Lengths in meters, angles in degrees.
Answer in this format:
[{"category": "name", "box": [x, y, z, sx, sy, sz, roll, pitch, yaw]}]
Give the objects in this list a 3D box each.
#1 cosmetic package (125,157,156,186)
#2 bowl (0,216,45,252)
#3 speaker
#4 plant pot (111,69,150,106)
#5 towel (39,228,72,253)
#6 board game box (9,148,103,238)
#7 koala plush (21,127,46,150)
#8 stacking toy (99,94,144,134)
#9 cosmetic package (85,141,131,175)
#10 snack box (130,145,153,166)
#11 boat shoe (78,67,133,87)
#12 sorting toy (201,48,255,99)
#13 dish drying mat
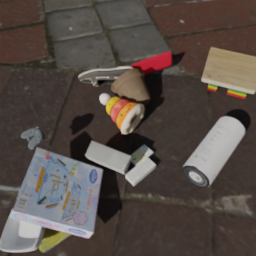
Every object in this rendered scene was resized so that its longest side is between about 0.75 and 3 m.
[{"category": "cosmetic package", "box": [0.477, 1.661, 10.670, 1.158, 0.293, 0.478, -36, 62, -23]}, {"category": "bowl", "box": [-3.239, 3.289, 8.923, 1.378, 0.515, 1.380, -9, 47, 16]}, {"category": "speaker", "box": [3.308, 0.851, 10.708, 1.173, 1.173, 2.889, 33, 60, 21]}, {"category": "plant pot", "box": [0.251, -1.599, 12.387, 1.590, 1.590, 1.387, -27, 75, -18]}, {"category": "towel", "box": [-2.774, 3.096, 9.690, 1.463, 0.232, 2.037, -34, 60, -21]}, {"category": "board game box", "box": [-2.221, 2.102, 9.338, 2.520, 0.520, 2.526, 21, 41, -14]}, {"category": "koala plush", "box": [-3.318, 0.299, 10.247, 0.737, 0.802, 0.711, -34, 90, 9]}, {"category": "stacking toy", "box": [-0.443, -0.783, 11.658, 1.969, 1.439, 1.439, 34, 61, 18]}, {"category": "cosmetic package", "box": [-0.721, 1.110, 10.356, 1.557, 0.832, 0.702, 24, 76, 7]}, {"category": "snack box", "box": [0.505, 1.109, 11.141, 0.903, 0.168, 0.525, -36, 60, -23]}, {"category": "boat shoe", "box": [-1.008, -2.216, 12.738, 2.673, 0.894, 0.762, -6, 81, 13]}, {"category": "sorting toy", "box": [4.837, -2.575, 13.379, 2.375, 0.826, 2.361, 16, 55, 11]}, {"category": "dish drying mat", "box": [1.125, -2.980, 13.326, 2.042, 0.784, 0.186, -20, 41, -9]}]
